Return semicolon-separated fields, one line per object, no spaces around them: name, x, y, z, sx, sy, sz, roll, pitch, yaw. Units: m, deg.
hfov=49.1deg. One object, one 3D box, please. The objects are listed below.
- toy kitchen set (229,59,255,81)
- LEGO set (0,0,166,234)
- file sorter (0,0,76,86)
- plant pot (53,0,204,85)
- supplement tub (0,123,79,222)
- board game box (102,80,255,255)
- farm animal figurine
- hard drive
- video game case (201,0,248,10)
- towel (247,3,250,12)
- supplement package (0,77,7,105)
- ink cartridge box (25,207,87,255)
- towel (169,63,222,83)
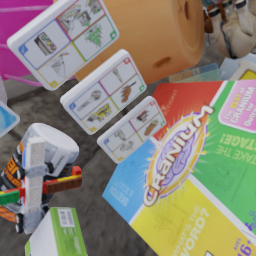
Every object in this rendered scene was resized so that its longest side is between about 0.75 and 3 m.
toy kitchen set;2.121;-0.913;3.807;1.222;2.074;1.662;42;100;21
LEGO set;-1.015;0.145;3.000;2.692;2.011;0.661;-41;47;-5
file sorter;-1.642;-2.381;5.573;1.718;2.740;1.904;18;32;38
plant pot;0.243;-1.840;4.944;1.776;2.537;2.537;-2;50;30
supplement tub;-1.437;0.696;4.318;0.846;0.846;1.380;34;96;22
board game box;0.881;0.501;3.701;0.600;2.977;2.278;29;84;-25
farm animal figurine;2.573;-1.959;4.989;2.278;1.145;1.839;-20;20;11
hard drive;3.873;-1.102;7.806;2.821;0.464;1.969;25;59;17
video game case;1.360;-3.372;5.609;2.642;2.903;0.344;40;98;9
towel;2.790;-3.359;6.318;0.328;2.881;2.069;-14;32;15
supplement package;-3.043;-0.730;4.538;1.446;2.415;1.464;2;57;-9
ink cartridge box;-0.887;1.429;3.282;0.318;0.840;0.621;15;34;-37
towel;1.855;-0.838;7.503;1.454;0.215;1.983;-13;52;18
